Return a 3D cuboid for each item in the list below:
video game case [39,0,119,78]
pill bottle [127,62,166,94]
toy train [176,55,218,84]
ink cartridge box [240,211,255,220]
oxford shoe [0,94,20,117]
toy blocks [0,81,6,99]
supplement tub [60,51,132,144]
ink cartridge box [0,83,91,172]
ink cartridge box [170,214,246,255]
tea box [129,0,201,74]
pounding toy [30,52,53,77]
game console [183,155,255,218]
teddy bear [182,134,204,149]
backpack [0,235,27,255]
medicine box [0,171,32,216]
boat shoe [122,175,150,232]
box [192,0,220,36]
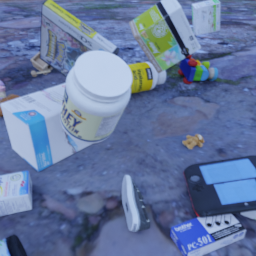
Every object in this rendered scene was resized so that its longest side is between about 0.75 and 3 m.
[{"bbox_3d":[-1.598,-2.197,8.379,2.295,2.539,0.324,35,62,-3],"label":"video game case"},{"bbox_3d":[0.510,-2.403,13.371,2.444,1.360,1.360,-14,35,-22],"label":"pill bottle"},{"bbox_3d":[3.584,-3.404,15.077,1.658,1.213,2.865,3,36,-10],"label":"toy train"},{"bbox_3d":[3.409,1.911,7.291,0.727,0.420,0.996,16,34,25],"label":"ink cartridge box"},{"bbox_3d":[-4.955,-0.975,11.794,0.634,0.634,1.778,6,31,1],"label":"oxford shoe"},{"bbox_3d":[-6.043,-1.572,12.259,1.235,1.112,1.321,-10,33,-16],"label":"toy blocks"},{"bbox_3d":[-0.824,-0.688,6.905,1.521,2.098,1.521,9,58,-14],"label":"supplement tub"},{"bbox_3d":[-2.493,-0.144,9.308,2.435,1.778,1.786,-27,41,-36],"label":"ink cartridge box"},{"bbox_3d":[1.846,2.442,6.512,1.566,0.346,0.736,-13,33,-19],"label":"ink cartridge box"},{"bbox_3d":[1.423,-3.598,10.913,1.969,2.002,1.337,-29,42,18],"label":"tea box"},{"bbox_3d":[-3.282,-2.311,10.804,0.958,0.499,1.090,36,71,13],"label":"pounding toy"},{"bbox_3d":[2.780,1.460,7.410,2.395,0.372,2.118,-10,19,6],"label":"game console"},{"bbox_3d":[2.296,0.459,9.772,0.874,0.292,0.634,-11,36,-16],"label":"teddy bear"},{"bbox_3d":[-2.662,2.867,5.314,1.445,1.111,1.179,-29,59,-18],"label":"backpack"},{"bbox_3d":[-3.154,1.741,7.442,1.086,0.559,0.989,-9,32,-14],"label":"medicine box"},{"bbox_3d":[0.169,1.922,7.225,0.487,0.590,1.719,7,33,-15],"label":"boat shoe"},{"bbox_3d":[2.933,-4.149,10.557,0.945,1.071,0.518,-12,41,5],"label":"box"}]
